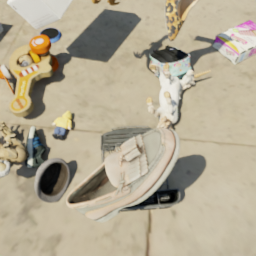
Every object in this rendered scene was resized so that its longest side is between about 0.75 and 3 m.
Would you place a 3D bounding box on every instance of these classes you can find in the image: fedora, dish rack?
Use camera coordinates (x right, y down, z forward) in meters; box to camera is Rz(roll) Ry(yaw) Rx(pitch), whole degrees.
[{"bbox_3d":[-2.053,1.317,7.294,0.517,1.012,1.145,6,78,43],"label":"fedora"},{"bbox_3d":[0.159,0.967,7.537,2.026,0.720,2.641,-3,55,-3],"label":"dish rack"}]

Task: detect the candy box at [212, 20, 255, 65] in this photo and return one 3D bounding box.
[{"bbox_3d":[4.299,-3.245,10.513,1.818,0.555,1.240,-29,61,-18],"label":"candy box"}]

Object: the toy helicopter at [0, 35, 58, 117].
[{"bbox_3d":[-3.447,-1.626,9.082,1.965,1.172,2.972,-4,58,1],"label":"toy helicopter"}]

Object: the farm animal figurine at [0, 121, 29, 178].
[{"bbox_3d":[-3.369,0.669,7.586,1.743,0.919,1.763,0,41,28],"label":"farm animal figurine"}]

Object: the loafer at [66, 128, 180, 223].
[{"bbox_3d":[-0.188,0.788,4.335,0.740,2.354,0.846,21,40,-26],"label":"loafer"}]

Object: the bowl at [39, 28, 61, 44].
[{"bbox_3d":[-3.079,-3.651,11.034,0.835,0.164,0.835,0,55,0],"label":"bowl"}]

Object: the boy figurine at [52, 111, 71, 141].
[{"bbox_3d":[-1.997,-0.103,8.509,0.605,0.313,0.973,9,55,7],"label":"boy figurine"}]

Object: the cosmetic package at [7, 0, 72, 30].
[{"bbox_3d":[-2.058,-4.356,8.071,1.567,1.127,2.778,8,67,48],"label":"cosmetic package"}]

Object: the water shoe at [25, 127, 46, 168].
[{"bbox_3d":[-2.646,0.572,8.043,0.531,0.481,1.346,12,50,-26],"label":"water shoe"}]

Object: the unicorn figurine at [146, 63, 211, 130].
[{"bbox_3d":[1.336,-1.102,8.531,1.050,1.954,2.844,15,76,34],"label":"unicorn figurine"}]

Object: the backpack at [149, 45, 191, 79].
[{"bbox_3d":[1.439,-2.121,9.366,1.169,0.992,1.317,-21,29,-13],"label":"backpack"}]

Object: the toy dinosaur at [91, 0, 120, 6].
[{"bbox_3d":[-0.546,-3.498,6.721,0.764,1.343,2.529,25,61,-1],"label":"toy dinosaur"}]

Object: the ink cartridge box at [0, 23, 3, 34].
[{"bbox_3d":[-6.125,-3.815,10.739,1.954,0.821,1.421,11,56,8],"label":"ink cartridge box"}]

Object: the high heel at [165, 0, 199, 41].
[{"bbox_3d":[1.748,-3.232,7.115,1.486,2.085,0.744,17,11,34],"label":"high heel"}]
